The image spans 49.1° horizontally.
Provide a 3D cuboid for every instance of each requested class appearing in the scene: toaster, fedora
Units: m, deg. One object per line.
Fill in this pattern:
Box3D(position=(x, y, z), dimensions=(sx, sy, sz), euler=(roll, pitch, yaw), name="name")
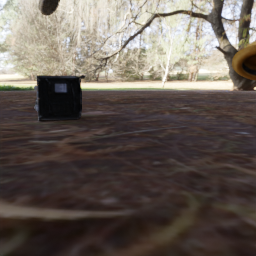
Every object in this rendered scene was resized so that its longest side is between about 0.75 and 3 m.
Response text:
Box3D(position=(-2.482, -1.123, 10.221), dimensions=(1.779, 1.609, 1.056), euler=(-3, 10, -20), name="toaster")
Box3D(position=(2.730, -1.413, 5.481), dimensions=(1.286, 0.524, 1.286), euler=(12, -22, 5), name="fedora")

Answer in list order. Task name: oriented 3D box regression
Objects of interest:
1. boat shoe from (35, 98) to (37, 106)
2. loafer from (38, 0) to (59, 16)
Box3D(position=(-3.632, -1.182, 13.796), dimensions=(1.791, 0.605, 0.643), euler=(-2, 8, -19), name="boat shoe")
Box3D(position=(-1.727, -2.975, 6.221), dimensions=(0.348, 1.018, 0.385), euler=(17, -5, 43), name="loafer")
